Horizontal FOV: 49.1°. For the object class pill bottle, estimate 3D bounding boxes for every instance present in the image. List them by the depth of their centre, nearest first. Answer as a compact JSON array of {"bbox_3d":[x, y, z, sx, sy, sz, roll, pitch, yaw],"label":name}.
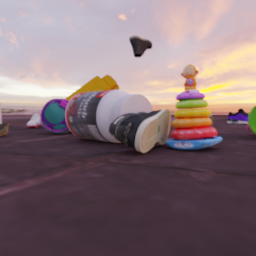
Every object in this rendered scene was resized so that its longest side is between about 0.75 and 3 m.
[{"bbox_3d":[-0.460,-0.268,6.352,1.162,1.162,2.005,-3,5,-42],"label":"pill bottle"}]

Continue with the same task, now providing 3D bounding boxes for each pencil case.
[{"bbox_3d":[-1.892,-0.405,9.096,1.091,1.004,2.360,-45,-2,7],"label":"pencil case"}]

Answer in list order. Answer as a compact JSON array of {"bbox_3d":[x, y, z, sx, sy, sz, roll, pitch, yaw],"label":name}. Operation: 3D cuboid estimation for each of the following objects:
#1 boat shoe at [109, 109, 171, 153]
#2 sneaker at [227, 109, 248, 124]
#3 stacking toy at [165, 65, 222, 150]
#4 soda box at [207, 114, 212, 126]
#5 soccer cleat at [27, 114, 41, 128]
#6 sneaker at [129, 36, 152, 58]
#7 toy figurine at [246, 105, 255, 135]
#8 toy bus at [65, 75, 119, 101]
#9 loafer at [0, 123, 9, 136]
[{"bbox_3d":[0.349,-0.030,5.276,0.685,0.727,2.025,11,10,23],"label":"boat shoe"},{"bbox_3d":[6.083,-0.620,14.747,1.652,0.822,0.574,0,3,20],"label":"sneaker"},{"bbox_3d":[1.181,-0.401,5.200,0.903,1.556,0.854,-1,2,37],"label":"stacking toy"},{"bbox_3d":[3.775,-0.405,13.575,0.577,0.545,1.703,1,3,16],"label":"soda box"},{"bbox_3d":[-3.898,-0.295,11.604,0.463,0.573,1.326,0,4,-6],"label":"soccer cleat"},{"bbox_3d":[0.382,-2.234,7.985,0.377,0.536,1.009,-11,-4,37],"label":"sneaker"},{"bbox_3d":[4.001,-0.256,7.676,2.255,1.693,2.075,-24,-10,-2],"label":"toy figurine"},{"bbox_3d":[-1.632,-1.217,11.504,2.761,0.898,1.081,-39,-12,-16],"label":"toy bus"},{"bbox_3d":[-3.448,0.112,7.627,0.320,0.284,0.841,-1,19,1],"label":"loafer"}]
